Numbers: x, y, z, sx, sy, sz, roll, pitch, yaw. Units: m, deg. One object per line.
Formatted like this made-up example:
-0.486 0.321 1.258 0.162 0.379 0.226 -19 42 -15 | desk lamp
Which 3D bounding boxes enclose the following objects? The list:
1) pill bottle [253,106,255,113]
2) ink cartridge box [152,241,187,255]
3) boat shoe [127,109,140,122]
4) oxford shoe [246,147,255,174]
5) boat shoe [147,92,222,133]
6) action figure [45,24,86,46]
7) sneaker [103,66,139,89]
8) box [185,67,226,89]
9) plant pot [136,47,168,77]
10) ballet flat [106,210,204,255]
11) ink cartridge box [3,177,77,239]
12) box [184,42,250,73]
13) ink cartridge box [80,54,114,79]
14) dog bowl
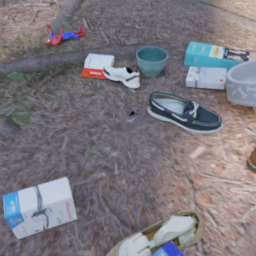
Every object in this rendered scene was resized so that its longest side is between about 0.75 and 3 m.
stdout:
5.691 -1.256 11.144 0.928 0.928 1.779 26 50 24 | pill bottle
0.550 3.408 5.916 2.194 1.497 0.838 -25 50 -24 | ink cartridge box
0.229 -0.542 10.868 0.271 0.272 0.750 23 49 25 | boat shoe
5.116 0.443 9.352 2.889 1.030 1.030 -32 51 -31 | oxford shoe
2.091 -0.604 10.399 2.890 0.872 1.093 13 57 12 | boat shoe
-3.477 -5.219 15.151 2.317 1.147 0.756 -31 52 -25 | action figure
-0.278 -2.437 12.404 1.955 0.782 0.721 25 38 24 | sneaker
3.468 -2.238 12.431 1.629 0.335 1.270 6 43 18 | box
1.073 -2.969 12.902 1.411 0.945 1.411 0 44 0 | plant pot
0.616 2.805 6.922 2.988 0.975 1.053 -23 48 -22 | ballet flat
-2.285 2.124 7.450 1.644 1.204 0.706 -14 46 -14 | ink cartridge box
4.254 -3.336 13.448 2.874 0.706 1.182 14 46 14 | box
-1.455 -2.931 13.244 1.260 0.372 1.575 8 43 8 | ink cartridge box
5.170 -1.873 10.772 2.927 0.858 2.927 -14 27 7 | dog bowl
